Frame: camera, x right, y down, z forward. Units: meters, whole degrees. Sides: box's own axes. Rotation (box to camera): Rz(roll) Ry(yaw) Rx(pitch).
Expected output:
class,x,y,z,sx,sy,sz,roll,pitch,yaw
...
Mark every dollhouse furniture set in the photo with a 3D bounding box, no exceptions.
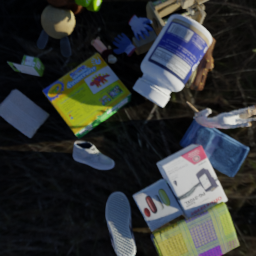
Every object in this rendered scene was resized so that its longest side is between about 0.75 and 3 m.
class,x,y,z,sx,sy,sz,roll,pitch,yaw
dollhouse furniture set,1.306,-4.492,10.295,2.870,2.538,1.596,-25,77,-5

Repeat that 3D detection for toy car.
class,x,y,z,sx,sy,sz,roll,pitch,yaw
toy car,-2.595,-4.247,10.927,2.223,2.135,2.707,19,106,8

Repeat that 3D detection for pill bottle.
class,x,y,z,sx,sy,sz,roll,pitch,yaw
pill bottle,1.479,-2.301,10.029,1.743,1.743,2.912,33,96,7

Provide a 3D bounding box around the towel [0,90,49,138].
class,x,y,z,sx,sy,sz,roll,pitch,yaw
towel,-3.979,-0.563,10.531,1.762,0.304,1.168,35,80,8

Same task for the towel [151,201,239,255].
class,x,y,z,sx,sy,sz,roll,pitch,yaw
towel,2.167,3.676,9.146,2.702,0.308,1.940,-24,107,-4

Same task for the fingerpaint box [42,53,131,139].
class,x,y,z,sx,sy,sz,roll,pitch,yaw
fingerpaint box,-1.486,-1.173,10.357,2.469,0.906,2.060,-38,80,-9

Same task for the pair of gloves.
class,x,y,z,sx,sy,sz,roll,pitch,yaw
pair of gloves,0.131,-3.511,10.798,1.783,0.203,1.433,-49,48,13

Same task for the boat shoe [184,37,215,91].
class,x,y,z,sx,sy,sz,roll,pitch,yaw
boat shoe,2.882,-2.423,10.764,0.740,0.789,2.191,25,83,-1

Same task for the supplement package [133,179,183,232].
class,x,y,z,sx,sy,sz,roll,pitch,yaw
supplement package,0.969,2.575,9.471,1.203,0.925,1.258,-28,80,-6

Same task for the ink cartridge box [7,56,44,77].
class,x,y,z,sx,sy,sz,roll,pitch,yaw
ink cartridge box,-3.891,-2.402,10.690,1.114,0.824,0.422,12,77,3

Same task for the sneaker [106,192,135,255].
class,x,y,z,sx,sy,sz,roll,pitch,yaw
sneaker,-0.275,3.320,9.403,0.868,0.878,2.212,-6,54,-5

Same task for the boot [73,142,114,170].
class,x,y,z,sx,sy,sz,roll,pitch,yaw
boot,-1.220,0.953,9.864,1.549,0.740,0.570,13,40,5

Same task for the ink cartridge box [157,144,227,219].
class,x,y,z,sx,sy,sz,roll,pitch,yaw
ink cartridge box,2.133,1.815,9.450,1.503,0.875,2.076,-27,93,-6

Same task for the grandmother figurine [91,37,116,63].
class,x,y,z,sx,sy,sz,roll,pitch,yaw
grandmother figurine,-0.943,-3.010,11.067,0.753,0.376,1.242,-41,79,-14

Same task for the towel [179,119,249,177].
class,x,y,z,sx,sy,sz,roll,pitch,yaw
towel,3.090,0.710,10.106,2.257,0.548,1.260,32,80,7

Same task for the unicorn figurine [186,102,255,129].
class,x,y,z,sx,sy,sz,roll,pitch,yaw
unicorn figurine,3.408,-0.342,9.548,2.466,1.693,0.911,11,76,-43
